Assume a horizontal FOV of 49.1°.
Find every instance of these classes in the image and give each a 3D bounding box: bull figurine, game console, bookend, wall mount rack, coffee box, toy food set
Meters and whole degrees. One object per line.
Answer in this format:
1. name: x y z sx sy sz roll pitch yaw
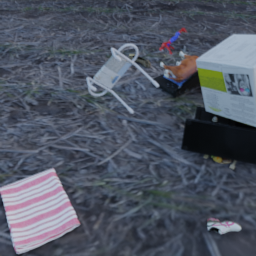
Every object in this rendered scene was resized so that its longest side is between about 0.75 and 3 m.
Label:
1. bull figurine: 2.961 -3.109 14.145 2.825 0.920 1.715 -30 44 -35
2. game console: 3.101 -2.855 13.659 2.994 1.742 2.633 -26 47 -28
3. bookend: 3.794 -0.258 10.686 2.969 1.376 2.988 11 36 14
4. wall mount rack: -0.187 -1.430 8.627 1.822 2.097 0.782 26 30 -37
5. coffee box: 3.873 -1.640 9.215 2.130 2.110 2.134 -35 34 -21
6. toy food set: 3.411 1.026 10.220 1.115 0.224 0.770 22 45 24

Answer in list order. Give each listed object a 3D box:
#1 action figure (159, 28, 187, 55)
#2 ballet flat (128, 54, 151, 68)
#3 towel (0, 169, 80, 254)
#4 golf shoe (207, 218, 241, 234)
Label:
1. action figure: 1.924 -3.505 11.669 1.296 0.641 0.423 -35 16 7
2. ballet flat: 0.644 -3.893 15.930 0.580 0.399 1.721 -28 47 -29
3. towel: -2.768 2.351 8.530 1.862 0.381 2.545 -19 44 -22
4. golf shoe: 2.723 2.864 7.978 0.926 0.336 0.427 2 43 16
